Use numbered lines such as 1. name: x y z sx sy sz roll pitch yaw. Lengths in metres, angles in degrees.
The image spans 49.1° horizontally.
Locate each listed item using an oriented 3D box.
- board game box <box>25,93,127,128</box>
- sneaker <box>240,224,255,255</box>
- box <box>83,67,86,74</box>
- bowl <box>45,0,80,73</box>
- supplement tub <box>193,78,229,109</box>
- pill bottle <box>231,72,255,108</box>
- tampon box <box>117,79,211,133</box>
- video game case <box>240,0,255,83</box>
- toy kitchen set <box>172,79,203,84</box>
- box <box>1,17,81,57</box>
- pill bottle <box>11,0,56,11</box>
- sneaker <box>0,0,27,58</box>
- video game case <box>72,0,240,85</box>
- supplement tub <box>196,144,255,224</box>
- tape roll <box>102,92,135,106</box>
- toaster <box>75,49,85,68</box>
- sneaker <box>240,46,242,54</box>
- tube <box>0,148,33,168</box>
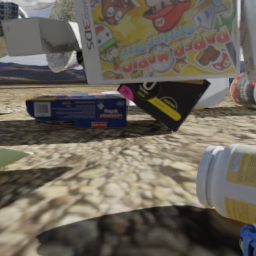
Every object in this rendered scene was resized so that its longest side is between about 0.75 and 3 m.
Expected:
1. board game box: -1.392 -0.598 8.539 2.626 0.810 2.625 -1 10 -2
2. sneaker: 0.956 0.903 1.959 0.326 0.293 0.792 2 3 21
3. box: -1.089 -3.601 11.128 2.263 2.848 0.655 -25 1 -22
4. bowl: -1.615 -3.028 9.013 1.241 2.644 2.644 2 7 -37
5. supplement tub: 2.662 -1.934 12.140 2.117 2.117 2.912 -4 11 -20
6. pill bottle: 5.621 -1.551 11.605 1.568 1.568 2.706 -2 11 -10
7. tampon box: 0.922 -1.151 7.765 1.795 1.512 2.395 35 11 -2
8. video game case: 1.676 -1.971 4.078 0.237 2.631 1.884 -11 5 21
9. toy kitchen set: 0.922 -1.683 4.358 1.620 1.461 1.321 8 52 10
10. box: -1.270 -1.414 4.404 0.594 0.494 1.446 -1 17 13
11. pill bottle: -2.426 -3.493 6.438 1.371 1.371 2.509 -8 29 -37
12. sneaker: -2.345 -1.772 5.171 1.068 1.014 2.653 -5 11 -11
13. video game case: 0.253 -1.565 3.545 2.160 1.966 0.247 1 22 25
14. supplement tub: 1.234 0.542 2.628 1.009 0.733 0.733 8 13 36
15. tape roll: -0.468 -1.434 13.631 1.700 0.595 1.700 1 10 0
16. toaster: -0.428 -2.044 5.998 1.459 1.319 0.866 -36 -43 30
17. sneaker: 3.051 -2.944 7.676 0.987 2.703 0.957 40 0 38
18. tube: -2.382 0.499 3.255 0.759 0.679 2.615 45 19 11
